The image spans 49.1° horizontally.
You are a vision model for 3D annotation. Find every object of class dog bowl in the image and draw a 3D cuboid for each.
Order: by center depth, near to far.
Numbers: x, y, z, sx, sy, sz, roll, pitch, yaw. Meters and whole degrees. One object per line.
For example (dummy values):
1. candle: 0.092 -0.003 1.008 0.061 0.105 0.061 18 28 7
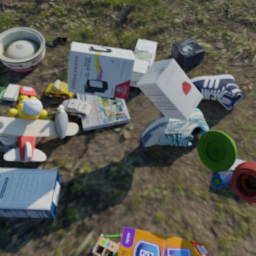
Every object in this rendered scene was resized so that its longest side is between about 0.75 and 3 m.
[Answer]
1. dog bowl: -5.169 -3.735 13.587 2.395 0.883 2.395 2 59 -3

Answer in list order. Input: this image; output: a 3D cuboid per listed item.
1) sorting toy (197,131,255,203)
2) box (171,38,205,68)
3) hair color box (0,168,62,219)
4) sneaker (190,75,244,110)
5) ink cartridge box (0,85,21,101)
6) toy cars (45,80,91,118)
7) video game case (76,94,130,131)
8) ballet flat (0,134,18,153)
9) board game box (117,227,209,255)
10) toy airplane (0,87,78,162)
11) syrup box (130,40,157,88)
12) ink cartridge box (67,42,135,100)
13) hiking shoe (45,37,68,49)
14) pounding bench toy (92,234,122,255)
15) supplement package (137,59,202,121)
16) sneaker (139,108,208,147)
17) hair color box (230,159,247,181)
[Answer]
1. sorting toy: 2.799 0.983 7.275 0.894 1.309 2.178 -14 55 -41
2. box: 2.929 -3.699 13.800 1.161 0.693 1.181 -22 58 -15
3. hair color box: -3.824 2.181 9.403 2.882 0.872 1.441 2 54 1
4. sneaker: 3.603 -1.440 11.997 2.726 0.955 1.479 -12 53 -12
5. ink cartridge box: -5.421 -1.596 12.554 1.061 0.254 0.772 9 55 4
6. toy cars: -2.659 -1.324 11.980 1.221 0.603 2.723 -34 55 -16
7. video game case: -1.124 -0.938 12.076 1.953 0.236 2.142 -11 54 -8
8. ballet flat: -4.971 0.440 10.686 2.558 0.949 0.949 -5 54 -4
9. board game box: 0.717 4.126 7.187 2.164 2.165 2.163 9 55 6
10. toy airplane: -3.710 -0.169 10.330 2.934 2.079 2.947 40 44 2
11. syrup box: 0.646 -3.030 13.144 0.917 0.948 2.328 13 55 6
12. ink cartridge box: -0.892 -1.753 8.772 1.925 1.403 0.797 5 34 -11
13. hiking shoe: -2.403 -2.917 9.403 0.801 0.403 0.304 -28 81 -38
14. pounding bench toy: -0.601 3.561 8.587 0.735 0.586 0.943 21 57 15
15. supplement package: 1.457 -1.281 9.703 1.135 1.872 1.121 -55 29 -15
16. sneaker: 1.829 0.189 10.740 2.871 1.114 1.239 -22 60 -15
17. hair color box: 4.170 1.609 10.088 1.462 0.448 0.742 15 55 12
